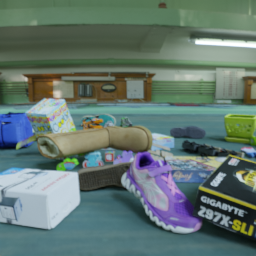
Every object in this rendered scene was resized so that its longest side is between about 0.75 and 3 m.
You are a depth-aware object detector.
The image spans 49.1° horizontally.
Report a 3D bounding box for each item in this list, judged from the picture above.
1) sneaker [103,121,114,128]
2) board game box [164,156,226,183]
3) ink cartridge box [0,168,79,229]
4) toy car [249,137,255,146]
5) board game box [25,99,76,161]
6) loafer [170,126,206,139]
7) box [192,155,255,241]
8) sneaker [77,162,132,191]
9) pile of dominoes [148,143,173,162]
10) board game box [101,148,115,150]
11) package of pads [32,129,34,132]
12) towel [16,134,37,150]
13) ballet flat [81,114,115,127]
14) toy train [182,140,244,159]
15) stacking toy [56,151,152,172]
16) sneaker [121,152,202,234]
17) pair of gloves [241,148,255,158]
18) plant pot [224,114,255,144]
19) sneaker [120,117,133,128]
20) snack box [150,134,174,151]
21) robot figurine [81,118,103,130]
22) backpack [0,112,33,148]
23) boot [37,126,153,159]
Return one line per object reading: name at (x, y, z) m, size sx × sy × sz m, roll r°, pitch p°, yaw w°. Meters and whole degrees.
sneaker at (-0.932, 0.058, 12.428) m, size 0.633 × 0.694 × 1.694 m, roll 0°, pitch 7°, yaw -2°
board game box at (2.230, 1.233, 8.413) m, size 2.218 × 0.384 × 1.503 m, roll 1°, pitch 8°, yaw 3°
ink cartridge box at (-2.088, 1.411, 5.892) m, size 1.749 × 0.751 × 1.281 m, roll 0°, pitch 10°, yaw 16°
toy car at (6.241, 0.089, 12.398) m, size 1.226 × 1.492 × 1.178 m, roll -2°, pitch 9°, yaw -16°
board game box at (-2.636, 0.063, 10.121) m, size 1.016 × 1.973 × 1.035 m, roll 5°, pitch 37°, yaw 30°
loafer at (3.094, 0.218, 14.585) m, size 1.803 × 0.648 × 0.568 m, roll 2°, pitch 1°, yaw 10°
box at (2.720, 1.368, 5.522) m, size 2.127 × 0.657 × 2.664 m, roll 18°, pitch 16°, yaw 28°
sneaker at (-0.347, 1.199, 7.432) m, size 2.117 × 0.746 × 0.800 m, roll 0°, pitch 7°, yaw -6°
pile of dominoes at (0.956, 0.914, 9.599) m, size 1.206 × 0.192 × 0.940 m, roll 17°, pitch 36°, yaw -10°
board game box at (-0.839, 0.640, 12.337) m, size 1.003 × 0.437 × 1.359 m, roll 1°, pitch 7°, yaw 11°
package of pads at (-5.511, 0.123, 15.440) m, size 0.722 × 0.319 × 0.934 m, roll 7°, pitch 29°, yaw 41°
towel at (-3.750, 0.498, 10.456) m, size 0.863 × 0.098 × 0.620 m, roll -27°, pitch 24°, yaw -3°
ballet flat at (-1.831, -0.457, 18.449) m, size 2.718 × 0.944 × 0.944 m, roll 5°, pitch 10°, yaw 29°
toy train at (3.127, 0.908, 10.463) m, size 0.676 × 0.504 × 2.952 m, roll 10°, pitch 2°, yaw -29°
stacking toy at (-0.647, 1.082, 8.945) m, size 2.775 × 0.652 × 2.092 m, roll -1°, pitch 6°, yaw 6°
sneaker at (0.663, 1.195, 5.704) m, size 0.863 × 0.949 × 2.146 m, roll 0°, pitch 24°, yaw -38°
pair of gloves at (5.528, 0.966, 10.805) m, size 2.074 × 0.236 × 1.667 m, roll -1°, pitch 9°, yaw -5°
plant pot at (5.433, 0.040, 13.537) m, size 1.390 × 1.268 × 1.397 m, roll 6°, pitch 10°, yaw 30°
sneaker at (-0.156, -0.316, 17.963) m, size 0.637 × 0.696 × 1.634 m, roll -3°, pitch 9°, yaw -21°
snack box at (1.108, 0.603, 12.383) m, size 1.216 × 0.488 × 1.442 m, roll -6°, pitch 9°, yaw -31°
robot figurine at (-2.083, -0.160, 16.092) m, size 1.253 × 0.908 × 0.365 m, roll -5°, pitch 15°, yaw -15°
backpack at (-5.262, 0.084, 12.022) m, size 1.916 × 1.557 × 1.607 m, roll -1°, pitch 3°, yaw -1°
boot at (-0.997, 0.502, 8.740) m, size 2.803 × 0.927 × 2.454 m, roll -7°, pitch 6°, yaw -43°
